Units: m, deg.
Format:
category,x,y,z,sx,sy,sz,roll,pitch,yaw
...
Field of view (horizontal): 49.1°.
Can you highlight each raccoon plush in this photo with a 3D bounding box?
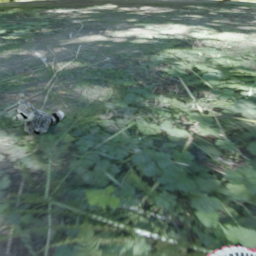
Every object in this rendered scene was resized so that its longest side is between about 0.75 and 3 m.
category,x,y,z,sx,sy,sz,roll,pitch,yaw
raccoon plush,-3.480,-0.662,10.944,0.960,1.329,1.984,14,34,21

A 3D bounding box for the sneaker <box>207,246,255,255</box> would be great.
category,x,y,z,sx,sy,sz,roll,pitch,yaw
sneaker,2.429,2.919,5.452,2.627,1.059,0.981,-5,34,-10
